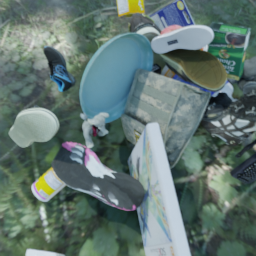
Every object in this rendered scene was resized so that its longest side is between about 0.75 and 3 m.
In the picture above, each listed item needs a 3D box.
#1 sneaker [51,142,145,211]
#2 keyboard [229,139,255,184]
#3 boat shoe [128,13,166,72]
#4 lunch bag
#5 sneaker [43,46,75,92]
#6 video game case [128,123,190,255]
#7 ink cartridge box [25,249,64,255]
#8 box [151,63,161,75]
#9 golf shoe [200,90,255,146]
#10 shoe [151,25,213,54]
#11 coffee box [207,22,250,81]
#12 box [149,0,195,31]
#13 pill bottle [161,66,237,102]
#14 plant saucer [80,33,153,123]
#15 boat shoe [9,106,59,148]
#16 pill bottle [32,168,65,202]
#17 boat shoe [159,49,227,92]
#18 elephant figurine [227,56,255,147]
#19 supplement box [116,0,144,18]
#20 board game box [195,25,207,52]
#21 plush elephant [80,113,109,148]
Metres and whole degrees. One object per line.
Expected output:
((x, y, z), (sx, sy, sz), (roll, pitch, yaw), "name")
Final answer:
((-0.816, 1.431, 7.363), (2.705, 1.168, 1.086), (31, 71, 20), "sneaker")
((3.544, 0.755, 7.444), (1.271, 2.001, 0.206), (30, 34, -16), "keyboard")
((0.873, -2.736, 9.298), (1.049, 2.942, 0.886), (-25, 71, 16), "boat shoe")
((0.850, -0.255, 8.058), (1.423, 2.421, 1.986), (9, 17, -38), "lunch bag")
((-1.949, -1.605, 7.681), (0.476, 1.301, 0.533), (-5, 33, 45), "sneaker")
((0.590, 1.756, 6.972), (0.324, 2.683, 2.943), (-5, 66, -13), "video game case")
((-2.131, 3.405, 7.159), (0.747, 1.033, 0.435), (6, 63, 3), "ink cartridge box")
((0.536, -1.399, 9.451), (1.266, 1.256, 0.315), (-32, 61, -15), "box")
((3.093, -0.184, 7.391), (1.150, 2.958, 1.398), (-38, 112, -18), "golf shoe")
((1.479, -2.466, 7.445), (1.712, 0.612, 0.779), (-1, 41, 37), "shoe")
((2.624, -1.999, 7.475), (0.975, 1.585, 0.349), (21, 65, 24), "coffee box")
((1.366, -3.431, 9.441), (0.320, 1.975, 1.196), (-44, 112, -34), "box")
((2.454, -1.267, 9.242), (1.481, 1.481, 2.644), (-37, 78, -17), "pill bottle")
((-0.328, -1.349, 7.711), (2.687, 2.687, 0.368), (-42, 60, -19), "plant saucer")
((-2.300, -0.081, 7.016), (0.900, 2.413, 0.751), (51, 55, -13), "boat shoe")
((-2.123, 1.505, 8.131), (1.272, 0.663, 0.663), (-41, 68, 5), "pill bottle")
((1.817, -1.714, 7.923), (0.885, 0.814, 2.477), (-43, 54, -2), "boat shoe")
((4.093, -0.878, 8.518), (1.726, 1.893, 2.440), (-13, 70, 10), "elephant figurine")
((0.040, -4.022, 8.564), (0.611, 1.115, 0.607), (-17, 18, -33), "supplement box")
((2.847, -2.952, 10.865), (1.288, 0.288, 2.458), (17, 64, 6), "board game box")
((-0.778, -0.044, 7.004), (0.720, 0.677, 0.874), (-38, 108, -45), "plush elephant")
